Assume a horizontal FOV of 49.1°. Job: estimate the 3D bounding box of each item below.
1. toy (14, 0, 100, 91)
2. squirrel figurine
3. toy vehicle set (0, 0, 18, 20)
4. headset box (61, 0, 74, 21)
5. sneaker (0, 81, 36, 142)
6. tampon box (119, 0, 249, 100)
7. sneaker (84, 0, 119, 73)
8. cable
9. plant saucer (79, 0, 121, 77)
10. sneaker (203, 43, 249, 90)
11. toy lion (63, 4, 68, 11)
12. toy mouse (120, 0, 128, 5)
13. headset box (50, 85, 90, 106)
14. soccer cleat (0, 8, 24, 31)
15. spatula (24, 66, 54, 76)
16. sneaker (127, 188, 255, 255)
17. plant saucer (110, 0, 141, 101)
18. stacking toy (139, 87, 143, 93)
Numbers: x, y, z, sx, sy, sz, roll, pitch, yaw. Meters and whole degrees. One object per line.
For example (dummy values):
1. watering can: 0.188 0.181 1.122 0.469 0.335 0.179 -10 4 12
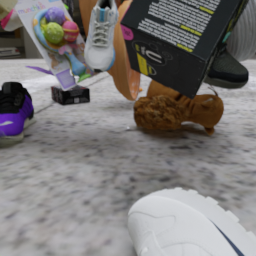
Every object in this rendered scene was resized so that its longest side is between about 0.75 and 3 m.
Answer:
1. toy: -1.317 -1.868 5.691 0.469 1.988 1.145 -14 17 46
2. squirrel figurine: 1.399 -0.488 7.831 2.344 1.659 2.188 -29 41 -31
3. toy vehicle set: -2.838 -2.106 4.530 2.109 0.280 1.310 -2 -33 44
4. headset box: -2.240 -4.059 8.996 0.722 1.869 1.391 -4 -22 0
5. sneaker: -3.247 -0.542 7.594 0.973 1.392 2.798 -2 16 -7
6. tampon box: 0.914 -1.653 4.028 1.206 1.910 1.432 29 -8 12
7. sneaker: -0.286 -1.013 2.887 0.338 0.901 0.390 4 -17 -1
8. cable: 2.085 -2.505 6.292 0.786 2.272 2.271 -24 4 -6
9. plant saucer: -0.488 -2.577 6.509 0.562 3.000 3.000 -6 16 10
10. sneaker: 1.508 -1.809 5.582 2.410 1.381 0.921 42 51 17
11. toy lion: -2.698 -3.350 6.722 2.508 0.898 2.616 19 26 -23
12. toy mouse: 0.773 -3.493 7.209 2.744 0.531 2.439 -26 -16 -21
13. headset box: -2.510 -1.456 11.948 1.223 0.635 1.644 -10 21 -30
14. soccer cleat: -3.065 -3.385 8.248 0.989 0.800 2.290 28 32 -31
15. spatula: -1.721 -1.614 6.929 0.749 0.272 2.649 19 26 -4
16. sneaker: 0.527 1.374 2.077 1.125 1.067 2.794 -17 21 -21
17. plant saucer: -0.032 -1.519 5.688 0.365 1.953 1.953 1 17 10
18. stacking toy: 0.151 -2.006 14.011 1.189 0.690 0.652 11 17 -3
